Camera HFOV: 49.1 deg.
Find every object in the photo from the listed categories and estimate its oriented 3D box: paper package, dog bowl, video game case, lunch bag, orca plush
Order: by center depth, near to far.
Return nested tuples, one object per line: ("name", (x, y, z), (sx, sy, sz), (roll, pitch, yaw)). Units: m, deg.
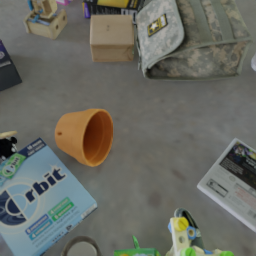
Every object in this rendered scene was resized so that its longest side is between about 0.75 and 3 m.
("dog bowl", (-0.884, 2.495, 5.365), (0.780, 0.229, 0.780), (0, 58, 0))
("video game case", (2.704, 1.269, 6.164), (1.765, 0.206, 1.604), (37, 65, 22))
("orca plush", (-3.081, 0.251, 6.642), (0.697, 0.471, 1.325), (-25, 61, -15))
("lunch bag", (1.569, -2.554, 7.772), (2.780, 1.634, 2.280), (-7, 58, 2))
("paper package", (-0.479, -2.701, 8.383), (1.286, 0.698, 1.349), (-2, 57, -1))

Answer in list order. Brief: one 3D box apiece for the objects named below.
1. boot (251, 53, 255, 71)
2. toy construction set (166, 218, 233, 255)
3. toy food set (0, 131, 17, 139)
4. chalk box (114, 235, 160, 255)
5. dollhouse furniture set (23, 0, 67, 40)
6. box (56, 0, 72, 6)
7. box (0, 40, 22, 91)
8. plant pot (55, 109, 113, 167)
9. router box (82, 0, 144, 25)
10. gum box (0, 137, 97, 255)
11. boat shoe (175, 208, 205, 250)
("boot", (4.604, -1.861, 7.654), (2.135, 1.020, 0.785), (13, 59, 8))
("toy construction set", (1.017, 2.835, 4.560), (1.552, 1.090, 2.367), (27, 70, -5))
("toy food set", (-3.601, 0.866, 5.728), (2.706, 1.720, 0.426), (-26, 96, -6))
("chalk box", (0.197, 2.549, 4.914), (0.762, 0.768, 1.230), (-7, 57, 11))
("dollhouse furniture set", (-2.611, -3.670, 8.577), (0.987, 1.401, 0.982), (18, 59, 11))
("box", (-2.114, -5.464, 9.607), (0.868, 1.579, 1.795), (22, 60, 14))
("box", (-4.158, -1.525, 7.607), (1.987, 0.784, 1.402), (-28, 64, -17))
("plant pot", (-1.028, 0.150, 6.332), (0.894, 1.277, 1.277), (10, 57, 25))
("router box", (-0.354, -4.624, 9.642), (1.835, 0.609, 2.333), (9, 58, 6))
("gum box", (-1.971, 1.437, 5.887), (1.747, 0.458, 2.057), (-37, 65, -21))
("boat shoe", (1.234, 2.060, 5.516), (0.363, 0.308, 0.997), (-18, 72, -17))
